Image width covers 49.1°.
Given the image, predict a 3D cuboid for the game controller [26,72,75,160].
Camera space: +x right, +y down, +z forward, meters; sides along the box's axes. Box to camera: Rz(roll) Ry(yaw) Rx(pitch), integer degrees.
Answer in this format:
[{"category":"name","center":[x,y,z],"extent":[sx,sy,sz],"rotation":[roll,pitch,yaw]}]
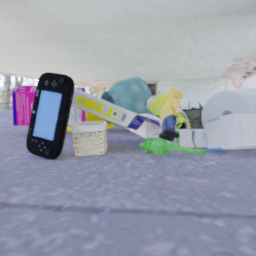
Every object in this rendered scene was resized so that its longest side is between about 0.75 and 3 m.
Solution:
[{"category":"game controller","center":[-1.966,-0.309,6.985],"extent":[1.106,2.120,0.446],"rotation":[12,1,17]}]

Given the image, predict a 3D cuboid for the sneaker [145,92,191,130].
[{"category":"sneaker","center":[1.432,-0.459,9.215],"extent":[2.179,0.821,0.832],"rotation":[27,22,-41]}]

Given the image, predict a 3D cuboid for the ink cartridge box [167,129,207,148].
[{"category":"ink cartridge box","center":[1.871,0.322,8.749],"extent":[1.249,0.525,0.912],"rotation":[-1,3,2]}]

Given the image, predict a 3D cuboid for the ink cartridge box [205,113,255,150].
[{"category":"ink cartridge box","center":[3.689,0.119,7.744],"extent":[2.600,0.882,1.508],"rotation":[-1,-6,-14]}]

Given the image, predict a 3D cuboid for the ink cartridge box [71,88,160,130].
[{"category":"ink cartridge box","center":[-0.330,-0.398,9.036],"extent":[2.712,0.637,2.680],"rotation":[25,1,9]}]

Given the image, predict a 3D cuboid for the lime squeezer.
[{"category":"lime squeezer","center":[0.822,0.461,7.639],"extent":[0.872,0.466,2.470],"rotation":[-10,7,-37]}]

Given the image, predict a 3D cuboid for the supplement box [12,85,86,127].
[{"category":"supplement box","center":[-3.212,-0.922,11.706],"extent":[2.849,1.472,1.442],"rotation":[2,19,-13]}]

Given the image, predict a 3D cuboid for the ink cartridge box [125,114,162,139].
[{"category":"ink cartridge box","center":[0.865,-0.054,11.274],"extent":[1.145,0.663,1.965],"rotation":[-3,15,-30]}]

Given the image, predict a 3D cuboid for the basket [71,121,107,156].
[{"category":"basket","center":[-1.036,0.266,7.787],"extent":[0.893,0.813,1.318],"rotation":[-3,5,-1]}]

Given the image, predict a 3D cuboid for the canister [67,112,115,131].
[{"category":"canister","center":[-2.042,-0.401,14.242],"extent":[2.295,0.993,1.705],"rotation":[-7,9,-43]}]

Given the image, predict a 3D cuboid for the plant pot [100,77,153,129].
[{"category":"plant pot","center":[-0.262,-1.054,13.089],"extent":[1.699,2.535,2.535],"rotation":[-11,11,-33]}]

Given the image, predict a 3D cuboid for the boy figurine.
[{"category":"boy figurine","center":[1.097,-0.382,7.173],"extent":[0.466,1.447,0.900],"rotation":[22,-32,-14]}]

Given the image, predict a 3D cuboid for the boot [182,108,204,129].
[{"category":"boot","center":[2.856,-0.195,10.863],"extent":[1.800,1.176,0.610],"rotation":[0,4,2]}]

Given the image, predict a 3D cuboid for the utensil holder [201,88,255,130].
[{"category":"utensil holder","center":[3.945,-0.464,9.991],"extent":[1.928,1.928,2.269],"rotation":[5,8,40]}]
